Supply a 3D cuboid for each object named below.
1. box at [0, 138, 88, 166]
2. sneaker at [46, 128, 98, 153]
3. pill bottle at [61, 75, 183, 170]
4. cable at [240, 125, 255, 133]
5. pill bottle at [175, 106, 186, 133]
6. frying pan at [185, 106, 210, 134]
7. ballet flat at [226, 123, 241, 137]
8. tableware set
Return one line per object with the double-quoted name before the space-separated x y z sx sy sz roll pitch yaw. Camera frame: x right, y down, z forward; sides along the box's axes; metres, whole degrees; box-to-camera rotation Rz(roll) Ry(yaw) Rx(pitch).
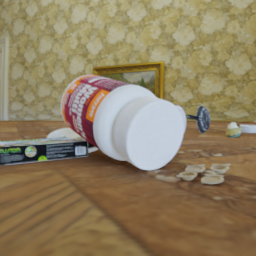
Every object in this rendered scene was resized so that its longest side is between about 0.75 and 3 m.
"box" -2.073 0.480 6.119 2.098 0.364 1.155 -3 4 -38
"sneaker" -1.399 0.316 7.264 1.622 0.598 0.937 -3 5 -2
"pill bottle" -0.242 -0.207 5.646 1.457 1.457 2.660 -2 16 -34
"cable" 6.262 0.053 14.547 1.100 0.381 1.100 1 3 24
"pill bottle" 1.001 -0.231 11.134 2.340 1.278 1.278 2 3 38
"frying pan" 3.443 -0.611 13.406 0.372 1.383 2.286 -3 -28 36
"ballet flat" 4.598 0.057 12.223 0.638 0.638 1.805 1 3 27
"tableware set" 1.124 0.666 4.184 0.681 0.095 0.816 -2 9 30
